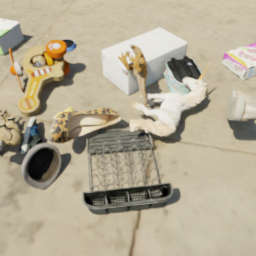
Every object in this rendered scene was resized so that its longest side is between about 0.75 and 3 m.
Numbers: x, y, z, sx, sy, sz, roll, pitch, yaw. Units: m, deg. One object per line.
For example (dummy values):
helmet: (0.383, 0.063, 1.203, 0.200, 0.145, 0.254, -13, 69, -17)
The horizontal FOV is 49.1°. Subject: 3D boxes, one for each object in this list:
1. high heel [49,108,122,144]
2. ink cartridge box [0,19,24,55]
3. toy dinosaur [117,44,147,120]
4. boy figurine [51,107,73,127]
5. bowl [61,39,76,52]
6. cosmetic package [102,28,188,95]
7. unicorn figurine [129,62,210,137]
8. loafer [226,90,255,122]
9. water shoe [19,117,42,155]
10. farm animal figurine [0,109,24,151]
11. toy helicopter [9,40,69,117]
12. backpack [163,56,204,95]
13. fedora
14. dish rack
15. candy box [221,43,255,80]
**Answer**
high heel: (-1.091, -0.089, 7.488, 1.486, 0.744, 2.085, 0, 19, 16)
ink cartridge box: (-5.640, -3.867, 11.608, 1.954, 0.821, 1.421, 15, 48, 14)
toy dinosaur: (0.364, -1.679, 8.461, 0.764, 1.343, 2.529, -16, 65, 27)
boy figurine: (-1.986, -0.271, 8.527, 0.605, 0.313, 0.973, 12, 46, 13)
bowl: (-2.607, -3.429, 11.652, 0.835, 0.164, 0.835, 0, 46, 0)
cosmetic package: (0.600, -2.460, 10.075, 2.778, 1.127, 1.567, -29, 52, -23)
unicorn figurine: (1.216, -0.696, 8.354, 1.954, 1.050, 2.844, 8, 55, 19)
loafer: (3.157, -0.526, 7.656, 0.740, 0.846, 2.354, 12, 14, 13)
water shoe: (-2.715, 0.268, 8.008, 0.531, 0.481, 1.346, 20, 41, -20)
farm animal figurine: (-3.469, 0.235, 7.594, 1.743, 0.919, 1.763, -1, 30, 32)
toy helicopter: (-3.186, -1.690, 9.399, 1.965, 1.172, 2.972, 6, 58, -2)
backpack: (1.856, -1.639, 9.347, 1.169, 0.992, 1.317, -9, 46, -14)
fedora: (-2.245, 0.933, 7.104, 0.517, 1.012, 1.145, 3, 68, 49)
dish rack: (-0.142, 0.907, 7.128, 2.026, 0.720, 2.641, -4, 46, -6)
candy box: (4.665, -2.561, 10.544, 1.818, 0.555, 1.240, -21, 50, -18)
